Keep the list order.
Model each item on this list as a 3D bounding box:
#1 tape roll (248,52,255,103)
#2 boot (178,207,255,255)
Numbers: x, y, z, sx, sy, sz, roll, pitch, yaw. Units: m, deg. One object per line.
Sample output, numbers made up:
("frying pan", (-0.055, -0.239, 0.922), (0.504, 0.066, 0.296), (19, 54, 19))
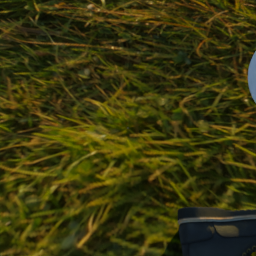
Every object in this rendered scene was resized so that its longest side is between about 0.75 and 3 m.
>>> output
("tape roll", (3.191, -0.963, 5.073), (1.897, 0.663, 1.897), (2, 95, 27))
("boot", (2.527, 2.850, 6.231), (2.767, 1.072, 1.914), (-3, 62, 14))
